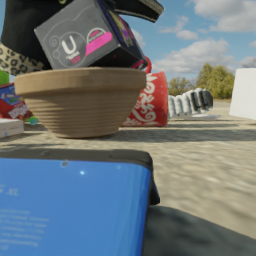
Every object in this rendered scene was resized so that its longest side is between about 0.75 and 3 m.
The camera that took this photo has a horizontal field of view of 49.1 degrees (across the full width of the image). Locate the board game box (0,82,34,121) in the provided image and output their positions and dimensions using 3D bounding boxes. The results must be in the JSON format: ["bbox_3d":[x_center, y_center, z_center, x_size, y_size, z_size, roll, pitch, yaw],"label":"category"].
[{"bbox_3d":[-2.679,-0.641,6.835,0.181,0.957,1.858,-24,12,15],"label":"board game box"}]

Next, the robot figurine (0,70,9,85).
[{"bbox_3d":[-3.767,-0.978,7.047,1.388,2.105,2.400,-31,40,5],"label":"robot figurine"}]

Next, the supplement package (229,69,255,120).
[{"bbox_3d":[4.227,-0.875,7.832,1.863,1.370,1.782,0,10,-34],"label":"supplement package"}]

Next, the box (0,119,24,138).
[{"bbox_3d":[-2.722,0.017,5.013,1.098,0.290,1.408,1,7,7],"label":"box"}]

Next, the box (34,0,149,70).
[{"bbox_3d":[-0.502,-1.365,4.917,1.128,0.979,1.845,-28,-5,18],"label":"box"}]

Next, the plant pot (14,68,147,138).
[{"bbox_3d":[-0.788,-0.421,5.155,2.345,1.082,2.345,-5,5,0],"label":"plant pot"}]

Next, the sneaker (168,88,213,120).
[{"bbox_3d":[1.510,-0.708,10.160,2.942,1.105,1.192,-2,-12,1],"label":"sneaker"}]

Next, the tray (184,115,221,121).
[{"bbox_3d":[2.737,-0.391,10.596,1.427,0.158,0.766,3,7,31],"label":"tray"}]

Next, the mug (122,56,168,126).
[{"bbox_3d":[-0.126,-0.878,7.621,2.182,1.456,1.937,-4,49,0],"label":"mug"}]

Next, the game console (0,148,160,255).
[{"bbox_3d":[-0.476,0.436,1.127,1.159,0.686,0.989,0,36,10],"label":"game console"}]

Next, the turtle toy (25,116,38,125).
[{"bbox_3d":[-2.944,-0.642,8.147,1.099,0.762,1.508,35,11,-39],"label":"turtle toy"}]

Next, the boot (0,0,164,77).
[{"bbox_3d":[-0.981,-1.934,5.488,2.995,2.262,1.081,10,27,-26],"label":"boot"}]
